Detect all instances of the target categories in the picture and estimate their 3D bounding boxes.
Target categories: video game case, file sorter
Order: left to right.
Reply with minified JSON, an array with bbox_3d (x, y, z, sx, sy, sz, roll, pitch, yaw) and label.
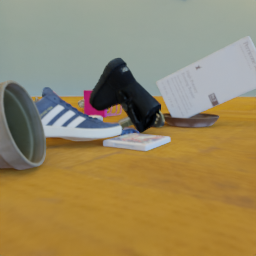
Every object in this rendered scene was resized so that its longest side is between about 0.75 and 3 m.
[{"bbox_3d":[-1.070,-1.060,11.822,0.952,1.055,1.517,-7,11,-40],"label":"file sorter"},{"bbox_3d":[0.197,0.270,5.759,0.985,0.124,1.081,5,9,32],"label":"video game case"}]

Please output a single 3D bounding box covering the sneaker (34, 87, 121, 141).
[{"bbox_3d":[-1.298,-0.280,5.638,2.423,1.024,0.908,3,-8,-19],"label":"sneaker"}]

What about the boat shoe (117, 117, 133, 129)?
[{"bbox_3d":[0.092,-0.235,7.937,0.818,0.306,0.280,-17,39,-14],"label":"boat shoe"}]

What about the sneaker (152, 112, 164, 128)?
[{"bbox_3d":[0.914,-0.301,8.696,0.629,0.546,1.420,22,10,-20],"label":"sneaker"}]

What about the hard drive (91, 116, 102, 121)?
[{"bbox_3d":[-1.509,-0.094,7.001,0.996,0.198,1.510,3,13,35],"label":"hard drive"}]

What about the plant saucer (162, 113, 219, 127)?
[{"bbox_3d":[1.937,-0.253,8.813,1.784,0.326,1.784,1,8,0],"label":"plant saucer"}]

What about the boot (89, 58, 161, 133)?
[{"bbox_3d":[-0.135,-0.557,7.425,0.803,1.767,2.102,-27,-15,-34],"label":"boot"}]

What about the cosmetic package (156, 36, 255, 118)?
[{"bbox_3d":[2.522,-1.395,8.558,2.923,1.486,1.082,-26,-1,19],"label":"cosmetic package"}]

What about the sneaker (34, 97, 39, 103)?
[{"bbox_3d":[-5.276,-1.129,13.568,1.959,0.740,0.690,-5,9,-35],"label":"sneaker"}]

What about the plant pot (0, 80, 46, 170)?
[{"bbox_3d":[-1.919,0.083,3.921,1.088,1.254,1.254,-16,8,1],"label":"plant pot"}]

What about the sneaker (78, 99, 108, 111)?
[{"bbox_3d":[-1.818,-1.177,14.155,1.150,0.998,2.595,-21,12,-24],"label":"sneaker"}]

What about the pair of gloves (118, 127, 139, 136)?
[{"bbox_3d":[-0.284,0.113,6.925,1.136,0.129,0.913,0,9,7],"label":"pair of gloves"}]
